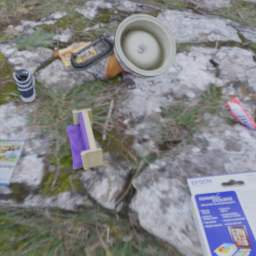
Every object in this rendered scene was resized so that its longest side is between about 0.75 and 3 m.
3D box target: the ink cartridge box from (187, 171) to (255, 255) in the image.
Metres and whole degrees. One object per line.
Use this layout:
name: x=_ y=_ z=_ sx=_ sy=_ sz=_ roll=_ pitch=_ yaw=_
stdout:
ink cartridge box: x=3.418 y=2.717 z=8.328 sx=2.836 sy=0.674 sz=2.870 roll=-5 pitch=46 yaw=-3

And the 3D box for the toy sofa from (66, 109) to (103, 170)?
toy sofa: x=-1.659 y=0.384 z=10.225 sx=1.080 sy=0.916 sz=2.213 roll=-11 pitch=49 yaw=-11

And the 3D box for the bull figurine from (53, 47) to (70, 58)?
bull figurine: x=-3.260 y=-3.870 z=14.437 sx=1.188 sy=0.387 sz=0.721 roll=-4 pitch=42 yaw=-10

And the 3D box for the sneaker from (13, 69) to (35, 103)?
sneaker: x=-4.631 y=-2.263 z=12.415 sx=0.778 sy=1.205 sz=2.221 roll=-16 pitch=50 yaw=-14

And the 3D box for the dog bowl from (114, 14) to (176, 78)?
dog bowl: x=0.492 y=-2.697 z=9.631 sx=2.199 sy=0.811 sz=2.199 roll=3 pitch=80 yaw=-18

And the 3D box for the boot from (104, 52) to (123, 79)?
boot: x=0.363 y=-3.052 z=13.270 sx=2.278 sy=1.085 sz=2.945 roll=23 pitch=55 yaw=14

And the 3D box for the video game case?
video game case: x=-4.626 y=1.181 z=10.009 sx=1.350 sy=0.168 sz=1.886 roll=2 pitch=48 yaw=3

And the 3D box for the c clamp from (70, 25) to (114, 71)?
c clamp: x=-1.727 y=-3.697 z=13.273 sx=2.608 sy=0.353 sz=2.228 roll=-38 pitch=55 yaw=-11

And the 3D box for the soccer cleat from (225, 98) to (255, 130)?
soccer cleat: x=4.566 y=-0.506 z=11.388 sx=0.616 sy=0.537 sz=1.610 roll=-37 pitch=57 yaw=23

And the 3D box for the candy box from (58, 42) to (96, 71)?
candy box: x=-2.466 y=-3.542 z=13.880 sx=1.685 sy=0.466 sz=0.973 roll=-21 pitch=74 yaw=-19
